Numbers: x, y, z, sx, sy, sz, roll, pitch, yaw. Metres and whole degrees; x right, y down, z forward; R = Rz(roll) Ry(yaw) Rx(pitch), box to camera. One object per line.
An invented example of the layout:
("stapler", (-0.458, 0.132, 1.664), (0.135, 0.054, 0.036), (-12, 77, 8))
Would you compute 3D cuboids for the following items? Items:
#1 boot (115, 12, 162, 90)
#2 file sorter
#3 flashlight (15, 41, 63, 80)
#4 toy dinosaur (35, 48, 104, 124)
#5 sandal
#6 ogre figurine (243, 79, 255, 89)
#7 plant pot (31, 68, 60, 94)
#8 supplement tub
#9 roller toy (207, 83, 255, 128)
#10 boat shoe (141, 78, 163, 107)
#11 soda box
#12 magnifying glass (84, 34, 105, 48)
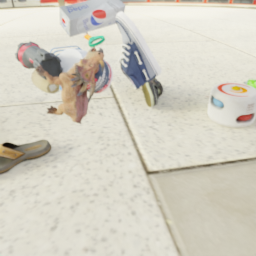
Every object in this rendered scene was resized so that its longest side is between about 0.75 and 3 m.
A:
("boot", (0.078, -2.728, 10.223), (1.222, 2.704, 0.984), (-37, 22, 0))
("file sorter", (-3.105, -3.365, 15.561), (1.945, 1.719, 2.803), (-12, 32, -21))
("flashlight", (-2.474, -1.830, 7.753), (0.820, 0.823, 2.422), (19, 12, -40))
("toy dinosaur", (-1.234, -0.765, 6.674), (1.519, 2.241, 0.962), (23, 40, 30))
("sandal", (-3.886, 0.833, 9.367), (2.676, 0.730, 1.094), (-19, 35, -29))
("ogre figurine", (6.712, -1.809, 13.262), (1.729, 1.415, 2.883), (5, 41, -15))
("plant pot", (-2.342, -1.338, 8.231), (0.779, 0.779, 0.832), (-17, 39, -26))
("supplement tub", (-1.219, -1.587, 7.973), (1.079, 1.079, 1.538), (16, 6, 25))
("roller toy", (4.460, -1.050, 11.814), (2.149, 1.502, 1.961), (13, 33, 21))
("boat shoe", (1.232, -1.909, 13.720), (0.983, 1.069, 2.991), (-6, 26, -1))
("soda box", (-1.601, -5.131, 12.744), (2.922, 0.927, 0.997), (-26, 64, -26))
("magnifying glass", (-1.135, -2.823, 8.926), (0.546, 0.154, 1.371), (-33, 33, -9))
